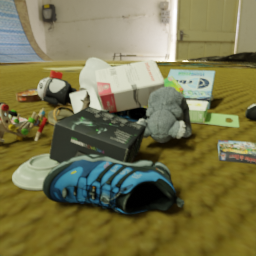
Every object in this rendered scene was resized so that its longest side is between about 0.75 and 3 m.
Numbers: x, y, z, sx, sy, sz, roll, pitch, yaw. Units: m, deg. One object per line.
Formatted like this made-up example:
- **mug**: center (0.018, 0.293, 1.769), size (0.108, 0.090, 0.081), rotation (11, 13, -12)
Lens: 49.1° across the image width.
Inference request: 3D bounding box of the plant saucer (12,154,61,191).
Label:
- **plant saucer**: center (-2.084, 1.016, 7.112), size (1.641, 0.412, 1.641), rotation (0, 18, 0)

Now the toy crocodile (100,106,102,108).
- **toy crocodile**: center (-1.142, -0.686, 12.114), size (2.156, 0.666, 0.728), rotation (-5, -24, -34)

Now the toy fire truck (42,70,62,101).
- **toy fire truck**: center (-3.901, -2.082, 14.258), size (0.521, 1.507, 2.137), rotation (8, 2, -25)

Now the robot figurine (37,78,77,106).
- **robot figurine**: center (-3.236, -1.657, 12.759), size (1.715, 1.070, 1.289), rotation (17, 11, -2)

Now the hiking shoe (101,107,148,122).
- **hiking shoe**: center (-0.160, -0.636, 11.264), size (2.244, 0.835, 0.973), rotation (0, -6, 1)

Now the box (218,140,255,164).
- **box**: center (3.448, 0.716, 8.270), size (1.498, 0.282, 1.023), rotation (4, 18, 14)

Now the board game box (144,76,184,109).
- **board game box**: center (1.518, -1.603, 13.207), size (1.965, 0.468, 0.998), rotation (-27, 64, -15)

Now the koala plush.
- **koala plush**: center (1.157, -0.235, 9.285), size (1.782, 1.847, 2.010), rotation (5, 30, 18)

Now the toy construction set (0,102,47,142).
- **toy construction set**: center (-3.697, 0.088, 9.278), size (1.797, 1.381, 1.498), rotation (13, -15, 23)

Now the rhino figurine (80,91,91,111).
- **rhino figurine**: center (-1.455, -0.485, 9.778), size (0.492, 1.646, 0.720), rotation (8, 20, 6)

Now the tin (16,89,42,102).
- **tin**: center (-5.590, -1.935, 16.522), size (1.327, 0.496, 2.370), rotation (0, 17, 13)

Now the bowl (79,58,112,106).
- **bowl**: center (-1.355, -1.719, 13.025), size (1.263, 2.811, 2.811), rotation (-45, 38, -22)

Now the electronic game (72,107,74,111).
- **electronic game**: center (-2.247, -0.963, 12.405), size (0.187, 0.898, 0.898), rotation (0, 17, 12)

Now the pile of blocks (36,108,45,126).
- **pile of blocks**: center (-3.518, -0.418, 11.429), size (0.408, 0.309, 0.994), rotation (-24, 33, 33)

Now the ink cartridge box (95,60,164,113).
- **ink cartridge box**: center (0.057, -1.655, 11.042), size (2.446, 1.037, 1.781), rotation (-13, 44, -1)

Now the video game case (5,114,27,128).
- **video game case**: center (-5.584, -0.263, 11.524), size (2.484, 0.217, 1.776), rotation (13, 22, 37)

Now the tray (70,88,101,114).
- **tray**: center (-1.689, -0.873, 11.277), size (1.054, 0.218, 1.963), rotation (-15, 44, -9)

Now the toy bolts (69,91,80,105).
- **toy bolts**: center (-2.982, -1.508, 15.292), size (0.983, 0.682, 0.939), rotation (-19, -17, -23)

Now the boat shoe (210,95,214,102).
- **boat shoe**: center (3.901, -1.529, 15.413), size (1.538, 0.560, 0.475), rotation (-7, -21, -5)

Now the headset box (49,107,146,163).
- **headset box**: center (-0.738, 0.369, 7.433), size (1.900, 1.012, 2.183), rotation (19, 20, 9)

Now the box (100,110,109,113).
- **box**: center (-0.955, -0.284, 10.078), size (0.345, 0.655, 0.800), rotation (4, 12, 14)

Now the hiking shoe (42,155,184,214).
- **hiking shoe**: center (-0.348, 1.156, 5.616), size (2.734, 1.017, 1.185), rotation (-2, 16, -8)

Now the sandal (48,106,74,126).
- **sandal**: center (-2.558, -0.431, 11.093), size (1.153, 0.775, 2.870), rotation (-6, 17, -18)

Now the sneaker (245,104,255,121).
- **sneaker**: center (5.997, -0.563, 11.672), size (2.037, 0.771, 0.892), rotation (-1, 23, -3)

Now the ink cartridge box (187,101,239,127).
- **ink cartridge box**: center (3.372, -0.669, 12.201), size (2.724, 0.653, 1.982), rotation (4, 17, 19)

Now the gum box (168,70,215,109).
- **gum box**: center (3.282, -2.176, 15.244), size (2.530, 0.663, 2.978), rotation (6, 39, 18)
